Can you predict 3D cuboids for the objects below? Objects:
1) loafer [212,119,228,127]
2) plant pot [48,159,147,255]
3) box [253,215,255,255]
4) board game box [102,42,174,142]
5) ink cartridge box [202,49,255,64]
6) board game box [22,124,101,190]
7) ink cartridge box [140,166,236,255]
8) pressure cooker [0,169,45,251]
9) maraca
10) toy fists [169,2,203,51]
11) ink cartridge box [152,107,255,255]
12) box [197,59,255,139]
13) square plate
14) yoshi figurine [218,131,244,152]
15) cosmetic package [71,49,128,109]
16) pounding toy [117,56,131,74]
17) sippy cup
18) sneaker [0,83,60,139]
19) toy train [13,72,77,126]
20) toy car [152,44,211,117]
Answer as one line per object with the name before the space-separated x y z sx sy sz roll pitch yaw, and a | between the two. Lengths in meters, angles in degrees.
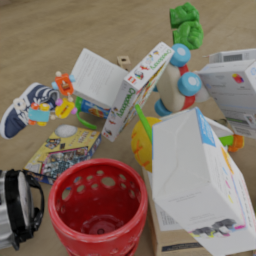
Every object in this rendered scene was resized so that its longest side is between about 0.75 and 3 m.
loafer | 3.755 -0.114 11.809 1.275 0.444 0.479 -25 46 -28
plant pot | -0.717 2.390 7.362 2.407 2.192 2.407 0 38 0
box | 4.763 2.649 7.727 2.126 1.347 2.207 13 41 17
board game box | 0.190 -0.945 8.417 0.516 2.984 1.884 37 59 5
ink cartridge box | 3.902 -2.355 9.457 2.328 0.507 2.020 -6 9 0
board game box | -2.354 0.965 10.471 1.824 0.466 2.692 12 40 15
ink cartridge box | 1.700 2.307 8.363 2.335 1.064 2.834 -5 39 -5
pressure cooker | -3.517 2.220 7.692 2.373 2.087 2.119 -11 -3 -13
maraca | 0.616 0.288 7.206 1.168 1.498 2.184 -22 44 1
toy fists | 2.147 -3.726 10.263 1.088 0.734 2.135 -5 61 5
ink cartridge box | 1.563 1.202 5.181 0.962 2.837 1.633 -24 38 26
box | 3.448 -0.747 8.329 0.546 2.651 2.066 -43 20 -9
square plate | 1.837 -0.045 8.492 1.881 1.899 0.270 22 68 -29
yoshi figurine | 2.877 0.310 10.679 2.624 1.475 1.469 -2 23 2
cosmetic package | -1.106 -1.572 9.418 1.629 1.344 1.343 25 -3 -17
pounding toy | -0.154 -3.233 14.888 0.710 1.363 1.552 -6 40 -7
sippy cup | -1.023 -1.238 12.097 1.841 2.513 1.973 26 19 4
sneaker | -2.818 -0.469 8.251 1.099 0.710 2.026 14 61 25
toy train | -1.899 -0.713 6.829 1.559 1.171 0.434 -25 37 1
toy car | 2.119 -1.567 9.544 2.214 2.040 1.958 -8 72 -24
